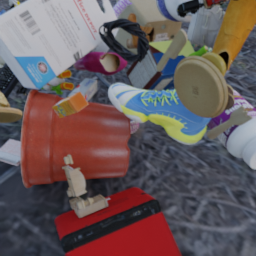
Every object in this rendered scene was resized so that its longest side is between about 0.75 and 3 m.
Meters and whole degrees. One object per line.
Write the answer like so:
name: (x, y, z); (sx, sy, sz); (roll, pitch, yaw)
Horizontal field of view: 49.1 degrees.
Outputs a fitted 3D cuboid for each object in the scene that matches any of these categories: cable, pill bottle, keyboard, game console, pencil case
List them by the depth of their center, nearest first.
game console: (-0.300, 2.511, 6.309); (2.265, 1.344, 1.952); (-16, 10, -20)
pill bottle: (2.554, -0.002, 6.391); (1.072, 1.072, 1.909); (-11, 41, -13)
cable: (-0.003, -2.141, 6.922); (1.118, 1.371, 0.348); (-9, 51, 38)
keyboard: (-3.517, -1.698, 8.841); (1.359, 0.220, 2.139); (17, 67, 15)
pill bottle: (-1.808, -3.676, 9.803); (2.751, 1.572, 1.572); (27, 36, -14)
pencil case: (-0.319, -4.155, 9.824); (0.386, 0.904, 0.379); (37, 29, -23)
pill bottle: (2.092, -4.755, 10.125); (1.782, 1.782, 2.978); (-3, 23, -3)

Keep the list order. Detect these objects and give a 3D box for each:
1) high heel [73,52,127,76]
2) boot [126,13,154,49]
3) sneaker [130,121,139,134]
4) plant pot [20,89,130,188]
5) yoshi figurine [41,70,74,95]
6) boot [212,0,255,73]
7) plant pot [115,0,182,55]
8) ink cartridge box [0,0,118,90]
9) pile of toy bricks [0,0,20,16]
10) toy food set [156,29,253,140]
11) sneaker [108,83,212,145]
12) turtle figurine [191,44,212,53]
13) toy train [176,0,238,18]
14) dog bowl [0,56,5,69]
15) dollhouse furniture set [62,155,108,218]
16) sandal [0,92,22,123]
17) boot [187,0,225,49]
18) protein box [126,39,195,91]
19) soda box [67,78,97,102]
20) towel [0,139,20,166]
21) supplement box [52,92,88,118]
high heel: (-0.549, -2.115, 8.924); (1.110, 0.779, 2.314); (3, 7, 41)
boot: (0.485, -3.941, 11.209); (1.167, 1.504, 0.577); (2, -7, 39)
sneaker: (-0.184, -0.007, 9.343); (1.162, 0.467, 0.514); (-23, 36, -25)
plant pot: (-1.295, 0.336, 7.471); (2.492, 2.563, 2.563); (3, 38, -9)
yoshi figurine: (-2.218, -1.439, 8.807); (1.395, 0.781, 0.784); (1, 56, 41)
boot: (2.873, -2.559, 7.533); (0.916, 2.604, 1.864); (23, 50, 12)
plant pot: (1.160, -5.269, 14.276); (2.926, 2.930, 2.594); (-13, 53, -17)
ink cartridge box: (-1.775, -2.492, 7.000); (2.938, 1.702, 0.980); (-44, 32, -24)
pile of toy bricks: (-3.628, -3.255, 9.274); (1.259, 1.120, 2.269); (-42, 42, 16)
toy food set: (1.326, -0.745, 4.945); (0.367, 1.261, 1.827); (-30, 81, -27)
sneaker: (0.829, -0.611, 6.243); (2.434, 1.279, 0.922); (26, 39, -13)
turtle figurine: (3.494, -4.330, 14.364); (1.697, 1.141, 2.267); (13, 34, 16)
toy train: (2.082, -3.050, 6.589); (1.906, 0.325, 0.436); (-14, 0, 11)
dog bowl: (-6.113, -2.554, 12.295); (2.101, 0.775, 2.101); (-1, 38, 1)
dollhouse furniture set: (-1.054, 1.200, 6.468); (0.707, 1.449, 1.235); (-17, 7, -23)
sandal: (-2.700, -0.454, 5.064); (0.940, 0.843, 2.564); (5, -11, -41)
boot: (2.552, -3.491, 8.323); (1.151, 2.407, 0.885); (21, 54, 14)
protein box: (1.014, -1.678, 8.239); (1.509, 1.520, 1.026); (-15, 76, -29)
soda box: (-1.762, -1.368, 11.005); (0.531, 0.494, 1.557); (13, 40, 16)
towel: (-3.521, 0.729, 8.626); (0.932, 0.150, 0.890); (13, 40, 15)
supplement box: (-1.150, -0.429, 5.479); (0.317, 0.307, 0.921); (-42, 16, -29)
